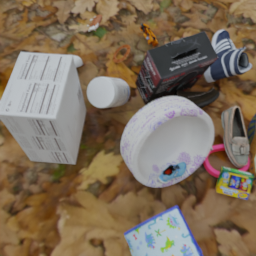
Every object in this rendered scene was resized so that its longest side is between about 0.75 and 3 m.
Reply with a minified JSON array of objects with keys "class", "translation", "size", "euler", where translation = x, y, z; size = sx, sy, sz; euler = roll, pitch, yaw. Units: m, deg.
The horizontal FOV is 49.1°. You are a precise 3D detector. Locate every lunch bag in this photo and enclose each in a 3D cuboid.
[{"class":"lunch bag","translation":[0.938,2.962,7.089],"size":[1.070,1.680,1.428],"euler":[8,49,-49]}]

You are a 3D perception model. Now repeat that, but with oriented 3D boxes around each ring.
[{"class":"ring","translation":[-0.285,-2.976,11.163],"size":[0.885,0.085,0.885],"euler":[-23,50,30]}]

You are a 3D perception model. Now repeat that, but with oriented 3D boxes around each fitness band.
[{"class":"fitness band","translation":[3.143,1.046,8.972],"size":[1.499,0.281,1.077],"euler":[-8,59,-11]}]

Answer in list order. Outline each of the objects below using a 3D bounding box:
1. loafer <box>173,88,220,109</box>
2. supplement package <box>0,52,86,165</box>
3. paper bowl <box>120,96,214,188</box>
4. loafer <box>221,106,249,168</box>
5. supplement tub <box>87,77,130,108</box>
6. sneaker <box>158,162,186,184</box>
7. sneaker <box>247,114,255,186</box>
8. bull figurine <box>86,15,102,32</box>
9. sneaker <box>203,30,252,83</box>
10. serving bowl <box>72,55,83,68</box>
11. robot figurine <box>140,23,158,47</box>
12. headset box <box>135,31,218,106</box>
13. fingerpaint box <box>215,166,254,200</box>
[{"class":"loafer","translation":[1.968,-0.934,9.655],"size":[2.535,0.925,0.904],"euler":[-22,85,-12]},{"class":"supplement package","translation":[-2.358,-0.480,8.435],"size":[1.545,2.787,2.170],"euler":[5,59,3]},{"class":"paper bowl","translation":[1.033,0.315,8.139],"size":[2.641,2.641,1.374],"euler":[-22,40,-12]},{"class":"loafer","translation":[3.439,0.251,8.881],"size":[0.702,0.614,1.953],"euler":[0,69,-15]},{"class":"supplement tub","translation":[-0.617,-1.180,9.346],"size":[1.001,1.518,1.001],"euler":[2,97,19]},{"class":"sneaker","translation":[1.335,1.241,8.081],"size":[0.986,0.444,0.387],"euler":[-26,54,-29]},{"class":"sneaker","translation":[4.583,0.671,8.951],"size":[1.197,1.023,2.717],"euler":[12,68,-4]},{"class":"bull figurine","translation":[-1.354,-4.142,11.201],"size":[0.586,0.314,0.966],"euler":[2,54,39]},{"class":"sneaker","translation":[3.814,-2.802,10.368],"size":[1.479,0.955,2.726],"euler":[-6,46,42]},{"class":"serving bowl","translation":[-2.281,-2.578,10.757],"size":[1.040,0.342,1.040],"euler":[-1,29,1]},{"class":"robot figurine","translation":[0.831,-3.898,11.653],"size":[0.749,0.301,1.034],"euler":[0,59,-53]},{"class":"headset box","translation":[1.492,-1.920,9.242],"size":[2.013,2.709,1.016],"euler":[-22,79,-13]},{"class":"fingerpaint box","translation":[3.164,1.645,8.350],"size":[0.910,0.334,0.759],"euler":[14,101,9]}]
